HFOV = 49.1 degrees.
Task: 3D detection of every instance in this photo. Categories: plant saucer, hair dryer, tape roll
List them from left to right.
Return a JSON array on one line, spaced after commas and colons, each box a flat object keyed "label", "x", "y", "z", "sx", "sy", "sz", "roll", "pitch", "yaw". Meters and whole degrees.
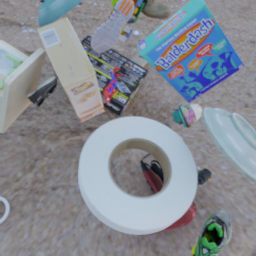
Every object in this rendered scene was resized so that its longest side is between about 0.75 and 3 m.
[{"label": "plant saucer", "x": -2.157, "y": -4.401, "z": 9.466, "sx": 2.547, "sy": 0.458, "sz": 2.547, "roll": -24, "pitch": 38, "yaw": 20}, {"label": "tape roll", "x": 0.184, "y": 0.771, "z": 5.021, "sx": 2.152, "sy": 0.393, "sz": 2.152, "roll": 5, "pitch": 58, "yaw": -8}, {"label": "hair dryer", "x": 0.903, "y": 1.901, "z": 7.748, "sx": 2.124, "sy": 0.758, "sz": 2.789, "roll": 14, "pitch": 39, "yaw": 30}, {"label": "plant saucer", "x": 2.077, "y": 0.195, "z": 5.159, "sx": 1.701, "sy": 0.427, "sz": 1.701, "roll": 34, "pitch": 30, "yaw": -23}]

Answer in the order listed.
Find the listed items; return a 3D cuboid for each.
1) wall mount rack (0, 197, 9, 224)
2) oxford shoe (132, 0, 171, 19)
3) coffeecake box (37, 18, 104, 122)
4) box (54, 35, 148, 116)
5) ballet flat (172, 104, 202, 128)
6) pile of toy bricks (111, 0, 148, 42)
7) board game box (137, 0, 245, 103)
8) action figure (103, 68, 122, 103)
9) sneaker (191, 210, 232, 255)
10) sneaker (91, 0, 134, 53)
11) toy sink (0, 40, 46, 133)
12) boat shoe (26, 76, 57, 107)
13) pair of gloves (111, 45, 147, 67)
[{"label": "wall mount rack", "x": -4.399, "y": 2.441, "z": 6.908, "sx": 2.561, "sy": 0.955, "sz": 2.225, "roll": -8, "pitch": 57, "yaw": -6}, {"label": "oxford shoe", "x": 0.707, "y": -4.672, "z": 10.345, "sx": 1.953, "sy": 0.730, "sz": 0.688, "roll": 26, "pitch": 69, "yaw": 4}, {"label": "coffeecake box", "x": -1.421, "y": -1.401, "z": 7.437, "sx": 0.821, "sy": 2.246, "sz": 1.724, "roll": -25, "pitch": 72, "yaw": -8}, {"label": "box", "x": -0.952, "y": -2.073, "z": 10.712, "sx": 2.882, "sy": 0.638, "sz": 2.309, "roll": 30, "pitch": 54, "yaw": 0}, {"label": "ballet flat", "x": 1.507, "y": -0.338, "z": 7.012, "sx": 0.610, "sy": 1.714, "sz": 0.592, "roll": -19, "pitch": 91, "yaw": 3}, {"label": "pile of toy bricks", "x": -0.090, "y": -4.243, "z": 9.648, "sx": 1.150, "sy": 2.330, "sz": 1.293, "roll": 28, "pitch": 21, "yaw": -3}, {"label": "board game box", "x": 1.529, "y": -1.693, "z": 6.603, "sx": 1.654, "sy": 2.175, "sz": 0.489, "roll": -35, "pitch": 44, "yaw": 24}, {"label": "action figure", "x": -0.477, "y": -1.278, "z": 8.614, "sx": 0.348, "sy": 0.441, "sz": 1.348, "roll": 8, "pitch": 55, "yaw": 18}, {"label": "sneaker", "x": 1.812, "y": 2.126, "z": 5.674, "sx": 0.587, "sy": 0.641, "sz": 1.505, "roll": 26, "pitch": 32, "yaw": 22}, {"label": "sneaker", "x": -0.418, "y": -3.080, "z": 8.486, "sx": 0.699, "sy": 1.801, "sz": 1.009, "roll": 39, "pitch": 20, "yaw": -15}, {"label": "toy sink", "x": -3.259, "y": -1.223, "z": 7.240, "sx": 1.291, "sy": 2.304, "sz": 1.502, "roll": 33, "pitch": 51, "yaw": -7}, {"label": "boat shoe", "x": -2.091, "y": -0.891, "z": 7.077, "sx": 1.560, "sy": 0.445, "sz": 0.521, "roll": -13, "pitch": 30, "yaw": 52}, {"label": "pair of gloves", "x": -0.383, "y": -2.916, "z": 12.363, "sx": 2.260, "sy": 0.396, "sz": 1.922, "roll": 24, "pitch": 47, "yaw": 13}]
